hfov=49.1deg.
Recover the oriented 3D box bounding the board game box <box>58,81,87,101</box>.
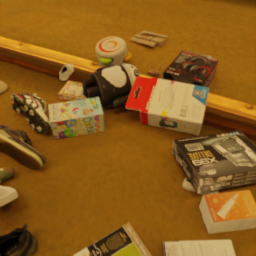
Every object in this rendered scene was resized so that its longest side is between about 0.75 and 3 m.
[{"bbox_3d":[-2.310,-1.638,12.872,1.431,0.331,1.084,12,45,12],"label":"board game box"}]

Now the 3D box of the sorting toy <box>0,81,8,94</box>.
[{"bbox_3d":[-7.169,-1.781,13.026,2.314,0.422,2.142,28,51,20],"label":"sorting toy"}]

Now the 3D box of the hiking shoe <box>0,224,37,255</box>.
[{"bbox_3d":[-3.607,3.354,7.037,2.527,1.272,0.957,-35,54,-30],"label":"hiking shoe"}]

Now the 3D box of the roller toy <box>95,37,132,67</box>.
[{"bbox_3d":[-0.813,-3.806,14.480,1.721,1.203,1.570,-26,54,-12],"label":"roller toy"}]

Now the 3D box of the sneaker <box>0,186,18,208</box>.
[{"bbox_3d":[-3.884,1.720,7.675,1.042,2.863,1.212,-28,87,-10],"label":"sneaker"}]

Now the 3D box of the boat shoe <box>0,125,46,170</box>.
[{"bbox_3d":[-3.998,0.525,10.090,2.956,1.082,0.958,24,49,24],"label":"boat shoe"}]

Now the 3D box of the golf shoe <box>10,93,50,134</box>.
[{"bbox_3d":[-3.769,-0.763,11.486,1.164,1.020,2.642,-23,48,-38],"label":"golf shoe"}]

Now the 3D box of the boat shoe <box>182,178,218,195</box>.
[{"bbox_3d":[2.378,1.925,9.153,1.167,0.390,0.429,7,44,8],"label":"boat shoe"}]

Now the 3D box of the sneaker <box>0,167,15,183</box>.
[{"bbox_3d":[-4.625,1.882,9.114,1.845,0.619,0.828,-10,67,-21],"label":"sneaker"}]

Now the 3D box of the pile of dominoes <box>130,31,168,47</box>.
[{"bbox_3d":[1.208,-5.238,16.762,2.053,0.327,1.600,27,50,36],"label":"pile of dominoes"}]

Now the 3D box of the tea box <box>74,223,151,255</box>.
[{"bbox_3d":[-0.212,3.623,6.855,1.673,1.136,1.700,-23,49,-22],"label":"tea box"}]

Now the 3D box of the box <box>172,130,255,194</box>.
[{"bbox_3d":[3.119,1.061,9.508,2.682,0.667,2.115,-7,33,-11],"label":"box"}]

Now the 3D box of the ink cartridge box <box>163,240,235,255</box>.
[{"bbox_3d":[1.919,3.858,7.152,1.914,0.389,1.911,0,44,0],"label":"ink cartridge box"}]

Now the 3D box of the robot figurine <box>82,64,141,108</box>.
[{"bbox_3d":[-0.646,-1.839,12.129,2.585,1.942,1.613,-18,4,-17],"label":"robot figurine"}]

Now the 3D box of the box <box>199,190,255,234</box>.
[{"bbox_3d":[3.005,2.491,8.331,1.467,0.715,0.913,-5,44,-6],"label":"box"}]

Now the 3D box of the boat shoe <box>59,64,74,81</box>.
[{"bbox_3d":[-3.132,-2.914,14.093,0.494,0.470,1.371,12,45,12],"label":"boat shoe"}]

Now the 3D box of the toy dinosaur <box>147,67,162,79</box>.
[{"bbox_3d":[1.309,-2.723,13.985,0.923,0.396,0.626,10,51,18],"label":"toy dinosaur"}]

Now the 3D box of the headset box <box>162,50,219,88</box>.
[{"bbox_3d":[3.040,-2.664,13.462,1.938,0.978,2.607,22,48,21],"label":"headset box"}]

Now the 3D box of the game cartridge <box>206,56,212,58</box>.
[{"bbox_3d":[4.086,-3.689,15.119,0.938,0.192,0.625,1,40,1],"label":"game cartridge"}]

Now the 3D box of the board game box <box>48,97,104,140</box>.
[{"bbox_3d":[-2.015,-0.378,11.046,1.986,1.023,1.041,-10,48,-10],"label":"board game box"}]

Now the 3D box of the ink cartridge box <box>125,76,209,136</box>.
[{"bbox_3d":[1.570,-0.945,11.358,2.999,1.009,1.743,13,63,13],"label":"ink cartridge box"}]
